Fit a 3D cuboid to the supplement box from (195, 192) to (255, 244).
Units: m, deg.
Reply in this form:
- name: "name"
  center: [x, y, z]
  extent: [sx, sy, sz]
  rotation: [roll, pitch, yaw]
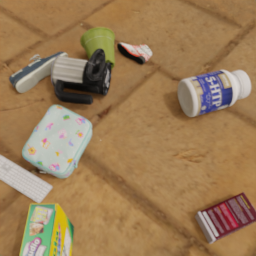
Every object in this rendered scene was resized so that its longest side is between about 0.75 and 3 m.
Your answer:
- name: "supplement box"
  center: [3.192, 2.892, 9.049]
  extent: [1.775, 0.540, 0.966]
  rotation: [-19, 58, -11]

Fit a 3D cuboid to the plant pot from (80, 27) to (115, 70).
- name: "plant pot"
  center: [-1.233, -3.386, 12.680]
  extent: [1.634, 1.634, 1.551]
  rotation: [-12, 69, -8]

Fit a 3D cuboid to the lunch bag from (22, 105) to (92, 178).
- name: "lunch bag"
  center: [-2.466, 0.559, 10.110]
  extent: [1.927, 0.926, 2.403]
  rotation: [27, 69, -1]

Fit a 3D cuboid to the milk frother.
- name: "milk frother"
  center: [-1.952, -2.347, 11.230]
  extent: [2.256, 2.399, 2.165]
  rotation: [9, 42, 5]

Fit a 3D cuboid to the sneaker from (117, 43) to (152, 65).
- name: "sneaker"
  center: [0.328, -3.701, 13.344]
  extent: [1.661, 0.555, 0.890]
  rotation: [35, 62, 16]

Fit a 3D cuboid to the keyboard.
- name: "keyboard"
  center: [-3.951, 1.778, 10.020]
  extent: [2.591, 0.138, 0.729]
  rotation: [26, 60, 16]

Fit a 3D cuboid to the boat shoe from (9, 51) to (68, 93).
- name: "boat shoe"
  center: [-3.946, -2.644, 12.414]
  extent: [2.763, 1.035, 0.854]
  rotation: [-41, 77, -13]

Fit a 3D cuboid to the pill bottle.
- name: "pill bottle"
  center: [3.462, -1.478, 11.302]
  extent: [2.569, 1.537, 1.537]
  rotation: [-16, 58, -10]

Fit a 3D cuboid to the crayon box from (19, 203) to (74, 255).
- name: "crayon box"
  center: [-2.144, 3.726, 7.383]
  extent: [0.816, 2.415, 2.799]
  rotation: [1, 57, 0]
